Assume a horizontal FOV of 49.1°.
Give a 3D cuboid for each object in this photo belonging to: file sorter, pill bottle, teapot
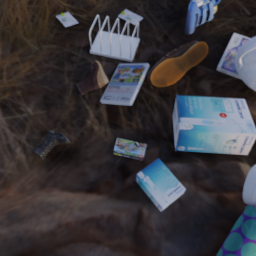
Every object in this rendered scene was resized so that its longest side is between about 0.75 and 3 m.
[{"bbox_3d":[-0.549,-3.634,11.193,1.787,1.113,1.240,13,62,8],"label":"file sorter"},{"bbox_3d":[4.543,1.908,7.460,2.529,1.444,1.444,15,58,43],"label":"pill bottle"},{"bbox_3d":[4.949,-2.391,9.568,2.297,1.700,2.328,37,59,0],"label":"teapot"}]

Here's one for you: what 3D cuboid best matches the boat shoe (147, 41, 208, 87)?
[{"bbox_3d":[1.787,-2.427,10.716,2.733,0.962,0.961,-32,28,-17],"label":"boat shoe"}]

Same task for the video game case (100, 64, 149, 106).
[{"bbox_3d":[-0.116,-1.632,10.297,1.326,0.167,1.852,7,61,33],"label":"video game case"}]

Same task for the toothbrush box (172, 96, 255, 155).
[{"bbox_3d":[2.699,-0.112,9.114,2.329,0.993,1.705,5,45,2],"label":"toothbrush box"}]

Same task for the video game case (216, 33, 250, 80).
[{"bbox_3d":[5.249,-2.528,11.062,2.946,0.265,2.109,25,65,13],"label":"video game case"}]

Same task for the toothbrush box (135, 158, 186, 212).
[{"bbox_3d":[0.967,1.739,8.571,0.929,0.541,1.270,-35,67,-17],"label":"toothbrush box"}]

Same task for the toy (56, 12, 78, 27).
[{"bbox_3d":[-2.659,-4.652,12.223,0.608,0.249,1.056,-27,59,-18],"label":"toy"}]

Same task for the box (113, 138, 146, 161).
[{"bbox_3d":[0.058,0.720,9.339,1.014,0.176,0.558,12,62,6],"label":"box"}]

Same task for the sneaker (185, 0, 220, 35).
[{"bbox_3d":[3.159,-5.010,11.989,1.123,1.010,2.731,21,64,12],"label":"sneaker"}]

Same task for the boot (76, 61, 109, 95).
[{"bbox_3d":[-1.458,-1.915,10.612,1.155,0.502,1.388,-25,51,-2],"label":"boot"}]

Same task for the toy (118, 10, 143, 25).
[{"bbox_3d":[0.100,-4.808,12.332,0.988,0.233,0.569,36,70,18],"label":"toy"}]

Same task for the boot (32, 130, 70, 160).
[{"bbox_3d":[-2.534,0.621,9.203,1.158,0.401,1.008,14,59,38],"label":"boot"}]

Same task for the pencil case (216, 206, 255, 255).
[{"bbox_3d":[3.107,3.221,7.543,2.173,1.004,0.925,-47,30,-21],"label":"pencil case"}]
